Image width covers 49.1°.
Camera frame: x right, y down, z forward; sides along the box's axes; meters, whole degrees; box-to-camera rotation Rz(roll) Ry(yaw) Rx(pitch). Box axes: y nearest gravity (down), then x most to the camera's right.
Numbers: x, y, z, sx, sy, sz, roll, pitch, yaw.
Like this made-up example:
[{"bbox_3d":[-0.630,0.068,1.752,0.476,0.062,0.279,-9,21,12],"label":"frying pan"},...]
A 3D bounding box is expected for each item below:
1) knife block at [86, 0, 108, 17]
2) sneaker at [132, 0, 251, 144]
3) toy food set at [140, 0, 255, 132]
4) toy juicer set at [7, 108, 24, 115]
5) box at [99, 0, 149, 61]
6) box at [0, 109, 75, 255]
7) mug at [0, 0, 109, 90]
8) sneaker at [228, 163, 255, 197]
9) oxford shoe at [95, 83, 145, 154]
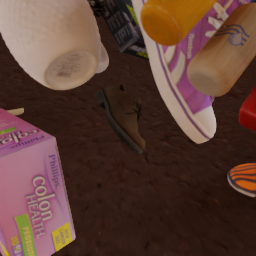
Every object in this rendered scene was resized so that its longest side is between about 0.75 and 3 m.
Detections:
[{"bbox_3d":[-1.270,-2.355,6.185,1.794,0.574,1.575,-26,60,32],"label":"knife block"},{"bbox_3d":[0.993,-1.062,3.609,1.374,2.409,0.873,-19,1,26],"label":"sneaker"},{"bbox_3d":[1.676,-0.726,2.458,2.919,1.393,1.313,28,70,35],"label":"toy food set"},{"bbox_3d":[-2.265,0.169,4.889,0.725,1.140,0.310,10,-4,-8],"label":"toy juicer set"},{"bbox_3d":[-0.034,-2.715,6.865,1.689,0.467,2.108,-7,68,-61],"label":"box"},{"bbox_3d":[-1.400,0.616,3.262,0.722,1.313,1.493,-23,29,-37],"label":"box"},{"bbox_3d":[-1.015,-1.451,4.436,1.892,1.397,1.659,7,48,-56],"label":"mug"},{"bbox_3d":[3.220,0.729,5.659,2.232,1.251,0.866,-2,41,-2],"label":"sneaker"},{"bbox_3d":[-0.032,-0.269,5.123,0.719,0.619,1.704,-31,54,4],"label":"oxford shoe"}]
